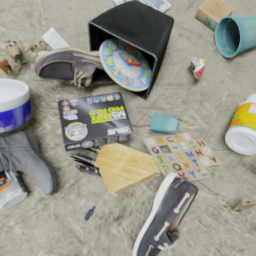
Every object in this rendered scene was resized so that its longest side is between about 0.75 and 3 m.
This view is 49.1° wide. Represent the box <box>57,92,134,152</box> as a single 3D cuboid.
[{"bbox_3d":[-1.036,-0.236,8.640,2.075,0.459,1.662,-9,56,-11],"label":"box"}]

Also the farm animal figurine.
[{"bbox_3d":[-3.546,-2.552,9.660,1.813,0.912,1.464,0,46,9],"label":"farm animal figurine"}]

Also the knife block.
[{"bbox_3d":[-0.416,0.842,8.800,2.586,0.827,2.270,-23,73,-5],"label":"knife block"}]

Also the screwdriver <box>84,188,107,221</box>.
[{"bbox_3d":[-0.963,2.354,8.662,0.171,0.164,1.174,47,69,-18],"label":"screwdriver"}]

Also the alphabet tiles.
[{"bbox_3d":[1.742,0.854,8.598,2.142,0.081,1.791,-7,46,-27],"label":"alphabet tiles"}]

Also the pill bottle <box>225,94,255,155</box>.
[{"bbox_3d":[3.906,-0.187,8.920,1.088,1.088,1.960,30,55,10],"label":"pill bottle"}]

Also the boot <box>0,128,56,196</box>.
[{"bbox_3d":[-3.281,1.159,8.305,1.574,0.834,2.391,-15,63,-46],"label":"boot"}]

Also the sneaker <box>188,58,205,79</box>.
[{"bbox_3d":[2.356,-2.096,9.805,0.547,0.518,1.332,16,30,5],"label":"sneaker"}]

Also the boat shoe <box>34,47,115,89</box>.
[{"bbox_3d":[-1.499,-1.893,9.105,2.912,1.085,1.068,-12,60,-30],"label":"boat shoe"}]

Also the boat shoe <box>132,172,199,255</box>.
[{"bbox_3d":[0.955,2.570,7.203,0.851,1.042,2.822,26,98,31],"label":"boat shoe"}]

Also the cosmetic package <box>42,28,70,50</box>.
[{"bbox_3d":[-2.332,-2.802,9.685,0.492,1.212,0.684,-42,31,2],"label":"cosmetic package"}]

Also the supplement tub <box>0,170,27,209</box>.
[{"bbox_3d":[-3.784,1.618,8.510,0.900,0.900,1.470,-34,73,-11],"label":"supplement tub"}]

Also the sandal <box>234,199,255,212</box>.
[{"bbox_3d":[3.337,2.171,8.058,0.298,0.814,0.268,14,54,-17],"label":"sandal"}]

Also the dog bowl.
[{"bbox_3d":[-4.268,-0.722,8.624,2.400,0.945,2.400,3,27,-1],"label":"dog bowl"}]

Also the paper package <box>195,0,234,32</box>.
[{"bbox_3d":[3.349,-4.466,10.901,1.076,0.557,1.025,43,76,13],"label":"paper package"}]

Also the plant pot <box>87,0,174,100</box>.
[{"bbox_3d":[0.242,-2.816,9.474,2.376,2.371,2.108,29,65,10],"label":"plant pot"}]

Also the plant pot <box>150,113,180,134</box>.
[{"bbox_3d":[1.219,-0.092,9.106,0.818,0.578,0.578,12,81,21],"label":"plant pot"}]

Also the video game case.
[{"bbox_3d":[0.541,-5.015,11.285,1.626,0.209,1.788,-38,74,-12],"label":"video game case"}]

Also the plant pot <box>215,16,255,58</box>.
[{"bbox_3d":[4.162,-3.393,10.143,1.402,1.432,1.432,-15,70,-16],"label":"plant pot"}]

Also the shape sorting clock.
[{"bbox_3d":[-0.028,-2.167,9.484,2.104,0.413,2.104,22,48,-27],"label":"shape sorting clock"}]
